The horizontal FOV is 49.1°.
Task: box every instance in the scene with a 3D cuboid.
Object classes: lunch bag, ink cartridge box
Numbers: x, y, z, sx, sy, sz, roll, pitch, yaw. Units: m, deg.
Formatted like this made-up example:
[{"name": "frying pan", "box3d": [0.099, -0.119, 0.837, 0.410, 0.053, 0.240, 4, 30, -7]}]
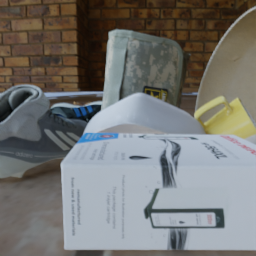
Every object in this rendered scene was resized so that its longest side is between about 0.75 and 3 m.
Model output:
[{"name": "lunch bag", "box3d": [0.324, -0.776, 6.405, 1.703, 2.376, 2.897, 13, 13, 18]}, {"name": "ink cartridge box", "box3d": [0.438, 0.582, 3.115, 2.038, 0.859, 1.488, 0, 9, -1]}]

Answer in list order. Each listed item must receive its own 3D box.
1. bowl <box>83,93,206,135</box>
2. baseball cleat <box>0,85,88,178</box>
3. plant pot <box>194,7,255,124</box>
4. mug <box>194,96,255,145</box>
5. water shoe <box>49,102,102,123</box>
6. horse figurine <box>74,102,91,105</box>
[{"name": "bowl", "box3d": [0.259, 0.029, 4.626, 1.702, 0.636, 1.705, 19, -23, -29]}, {"name": "baseball cleat", "box3d": [-1.414, -0.044, 5.050, 0.983, 1.500, 2.818, 22, 21, 17]}, {"name": "plant pot", "box3d": [2.658, -0.475, 4.967, 1.866, 2.780, 2.780, 13, 6, -12]}, {"name": "mug", "box3d": [1.673, 0.021, 4.883, 0.950, 1.157, 0.926, -32, 2, 24]}, {"name": "water shoe", "box3d": [-1.427, -0.187, 8.736, 2.648, 0.947, 1.045, 1, 32, 22]}, {"name": "horse figurine", "box3d": [-1.486, -0.857, 12.835, 1.619, 0.610, 2.442, 8, -2, -34]}]
